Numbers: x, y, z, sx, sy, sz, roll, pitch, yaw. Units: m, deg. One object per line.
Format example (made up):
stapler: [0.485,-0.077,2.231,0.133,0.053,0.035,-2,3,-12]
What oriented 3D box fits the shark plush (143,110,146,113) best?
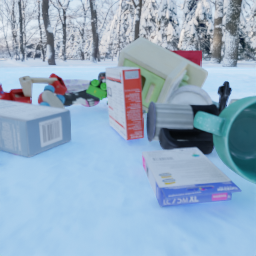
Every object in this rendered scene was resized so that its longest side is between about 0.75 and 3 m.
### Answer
shark plush: [0.002,-0.475,9.077,1.093,0.455,0.497,11,62,20]

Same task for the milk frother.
milk frother: [1.400,-0.356,6.604,1.634,1.737,1.567,1,23,-8]

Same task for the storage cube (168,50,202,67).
storage cube: [1.444,-1.983,11.505,2.629,2.364,2.248,11,19,37]

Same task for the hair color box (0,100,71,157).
hair color box: [-3.094,-0.104,7.367,2.924,0.886,1.447,10,18,29]

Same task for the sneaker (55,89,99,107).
sneaker: [-2.028,-1.276,11.089,1.839,0.739,0.794,-1,19,-33]

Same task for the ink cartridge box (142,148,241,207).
ink cartridge box: [0.957,0.833,4.843,1.158,0.407,1.940,-4,13,-6]

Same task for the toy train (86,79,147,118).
toy train: [-0.350,-0.999,9.818,2.394,0.675,0.500,24,-7,5]

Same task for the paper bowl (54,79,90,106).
paper bowl: [-2.511,-1.604,12.656,1.906,0.991,1.906,-1,16,0]

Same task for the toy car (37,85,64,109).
toy car: [-2.873,-0.670,9.512,1.135,1.004,1.046,-23,44,22]

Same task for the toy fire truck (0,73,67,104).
toy fire truck: [-3.484,-1.230,9.412,1.738,0.601,2.464,-40,-24,25]

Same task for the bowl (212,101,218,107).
bowl: [2.681,-0.670,9.928,1.078,0.564,1.078,8,19,-3]

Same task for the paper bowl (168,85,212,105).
paper bowl: [1.815,-0.567,8.365,1.289,1.289,0.671,6,34,22]

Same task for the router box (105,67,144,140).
router box: [-0.146,-0.771,7.764,0.483,1.775,1.977,-8,15,-15]

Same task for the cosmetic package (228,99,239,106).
cosmetic package: [2.613,-0.103,6.198,0.792,0.938,1.814,3,2,18]

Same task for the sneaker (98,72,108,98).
sneaker: [-0.722,-1.517,11.270,1.170,1.101,2.856,12,23,-19]

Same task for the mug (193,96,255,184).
mug: [1.981,0.046,4.502,1.334,1.623,1.004,-40,3,6]

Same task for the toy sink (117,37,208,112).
toy sink: [0.939,-1.447,8.981,2.528,1.648,1.416,32,46,12]
